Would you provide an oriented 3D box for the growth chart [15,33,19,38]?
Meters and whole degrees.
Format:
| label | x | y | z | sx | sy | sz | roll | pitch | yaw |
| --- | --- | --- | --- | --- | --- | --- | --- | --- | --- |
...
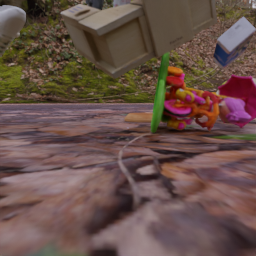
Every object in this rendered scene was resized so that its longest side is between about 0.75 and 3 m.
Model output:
| label | x | y | z | sx | sy | sz | roll | pitch | yaw |
| --- | --- | --- | --- | --- | --- | --- | --- | --- | --- |
| growth chart | -3.871 | -2.462 | 6.803 | 2.269 | 0.201 | 1.642 | -5 | -13 | 5 |

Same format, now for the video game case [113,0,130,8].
| label | x | y | z | sx | sy | sz | roll | pitch | yaw |
| --- | --- | --- | --- | --- | --- | --- | --- | --- | --- |
| video game case | -0.195 | -3.229 | 7.977 | 0.190 | 2.110 | 1.511 | 10 | 26 | 7 |

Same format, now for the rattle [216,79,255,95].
| label | x | y | z | sx | sy | sz | roll | pitch | yaw |
| --- | --- | --- | --- | --- | --- | --- | --- | --- | --- |
| rattle | 4.053 | -0.384 | 8.957 | 1.702 | 1.867 | 2.614 | -33 | 44 | -28 |

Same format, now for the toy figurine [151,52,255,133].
| label | x | y | z | sx | sy | sz | roll | pitch | yaw |
| --- | --- | --- | --- | --- | --- | --- | --- | --- | --- |
| toy figurine | 1.879 | -0.647 | 6.521 | 2.476 | 2.019 | 2.690 | 10 | 29 | 4 |

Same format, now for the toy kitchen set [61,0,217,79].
| label | x | y | z | sx | sy | sz | roll | pitch | yaw |
| --- | --- | --- | --- | --- | --- | --- | --- | --- | --- |
| toy kitchen set | 0.014 | -2.760 | 5.726 | 2.530 | 2.064 | 2.282 | -31 | 38 | -13 |

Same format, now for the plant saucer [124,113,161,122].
| label | x | y | z | sx | sy | sz | roll | pitch | yaw |
| --- | --- | --- | --- | --- | --- | --- | --- | --- | --- |
| plant saucer | 0.525 | -0.352 | 9.255 | 1.290 | 0.241 | 1.290 | 0 | 5 | 0 |

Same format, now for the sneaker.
| label | x | y | z | sx | sy | sz | roll | pitch | yaw |
| --- | --- | --- | --- | --- | --- | --- | --- | --- | --- |
| sneaker | -2.934 | -1.831 | 6.067 | 2.024 | 0.815 | 0.773 | -27 | -16 | 22 |

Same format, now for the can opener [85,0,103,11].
| label | x | y | z | sx | sy | sz | roll | pitch | yaw |
| --- | --- | --- | --- | --- | --- | --- | --- | --- | --- |
| can opener | -0.662 | -3.284 | 6.324 | 0.437 | 1.308 | 0.349 | 21 | 24 | 17 |

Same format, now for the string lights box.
| label | x | y | z | sx | sy | sz | roll | pitch | yaw |
| --- | --- | --- | --- | --- | --- | --- | --- | --- | --- |
| string lights box | 2.750 | -2.175 | 7.427 | 0.804 | 0.461 | 1.565 | -41 | -12 | 7 |
